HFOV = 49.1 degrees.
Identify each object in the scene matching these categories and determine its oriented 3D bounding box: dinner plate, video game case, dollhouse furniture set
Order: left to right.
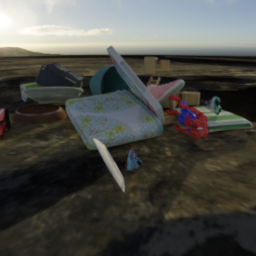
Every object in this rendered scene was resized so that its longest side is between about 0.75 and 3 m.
[{"bbox_3d":[-0.359,0.762,5.887,0.158,1.299,1.299,-29,23,-4],"label":"dinner plate"},{"bbox_3d":[0.313,-1.397,9.758,0.242,2.772,1.982,-37,-16,0],"label":"video game case"},{"bbox_3d":[1.918,-2.045,12.676,2.519,2.227,1.400,5,21,19],"label":"dollhouse furniture set"}]

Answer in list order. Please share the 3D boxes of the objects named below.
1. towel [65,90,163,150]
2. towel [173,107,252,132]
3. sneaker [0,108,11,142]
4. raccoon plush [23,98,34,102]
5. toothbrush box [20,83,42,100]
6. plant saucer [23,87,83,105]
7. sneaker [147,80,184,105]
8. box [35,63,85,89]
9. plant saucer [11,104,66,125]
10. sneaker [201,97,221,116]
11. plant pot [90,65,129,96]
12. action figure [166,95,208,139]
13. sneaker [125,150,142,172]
[{"bbox_3d":[-0.586,-0.340,9.370,2.471,0.695,2.887,-14,35,-22],"label":"towel"},{"bbox_3d":[3.141,-0.401,10.878,2.051,0.314,2.689,-5,18,-19],"label":"towel"},{"bbox_3d":[-4.538,-0.143,9.295,0.933,0.792,2.150,-4,19,-9],"label":"sneaker"},{"bbox_3d":[-4.861,-1.577,14.263,0.908,0.439,0.608,-6,11,-17],"label":"raccoon plush"},{"bbox_3d":[-5.007,-1.913,14.622,0.463,0.783,1.076,13,23,34],"label":"toothbrush box"},{"bbox_3d":[-3.371,-1.414,12.777,2.619,0.657,2.619,-2,3,0],"label":"plant saucer"},{"bbox_3d":[1.405,-1.648,11.998,1.908,0.997,0.718,-38,-21,14],"label":"sneaker"},{"bbox_3d":[-3.570,-2.523,14.933,1.948,1.014,1.774,29,20,0],"label":"box"},{"bbox_3d":[-3.635,-0.625,11.434,2.178,0.375,2.178,-1,18,0],"label":"plant saucer"},{"bbox_3d":[3.013,-0.902,10.366,0.738,1.056,0.410,35,79,34],"label":"sneaker"},{"bbox_3d":[-0.986,-1.879,12.435,1.233,1.831,1.831,14,23,40],"label":"plant pot"},{"bbox_3d":[1.965,-0.334,9.495,0.741,0.938,2.866,6,19,-17],"label":"action figure"},{"bbox_3d":[0.146,0.870,7.126,0.410,0.340,0.859,15,25,-1],"label":"sneaker"}]
